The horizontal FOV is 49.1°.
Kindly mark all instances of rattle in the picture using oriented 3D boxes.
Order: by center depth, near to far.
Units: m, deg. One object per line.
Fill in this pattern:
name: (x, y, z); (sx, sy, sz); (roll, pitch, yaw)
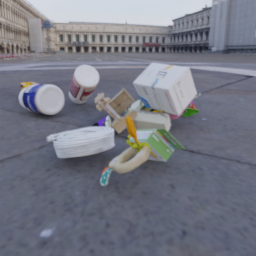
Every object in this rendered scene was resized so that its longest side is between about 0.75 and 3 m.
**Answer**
rattle: (-0.282, 0.549, 6.026); (1.373, 0.981, 0.894); (-25, 34, 25)

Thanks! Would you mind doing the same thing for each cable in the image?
cable: (-1.169, 0.370, 7.525); (1.636, 0.566, 1.636); (1, 12, 43)

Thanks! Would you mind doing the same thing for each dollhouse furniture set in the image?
dollhouse furniture set: (-0.433, -0.915, 10.873); (1.136, 1.331, 2.567); (-41, 17, 7)

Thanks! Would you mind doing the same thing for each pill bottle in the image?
pill bottle: (-3.947, -1.287, 12.533); (1.290, 1.290, 2.229); (-15, 16, -41)
pill bottle: (-2.259, -2.078, 13.881); (1.192, 1.192, 2.088); (-8, -17, -25)

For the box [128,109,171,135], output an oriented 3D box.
box: (0.722, -0.224, 10.129); (1.528, 0.628, 0.522); (10, 53, 24)

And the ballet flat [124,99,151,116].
ballet flat: (0.567, -0.938, 11.663); (0.736, 0.736, 2.084); (14, 41, 39)

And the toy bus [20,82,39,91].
toy bus: (-5.267, -1.925, 15.562); (1.111, 0.924, 2.838); (-9, 19, -31)

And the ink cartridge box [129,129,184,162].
ink cartridge box: (0.664, 0.439, 7.126); (0.441, 0.771, 1.486); (-50, 17, -18)

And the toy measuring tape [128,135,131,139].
toy measuring tape: (0.521, 0.305, 9.086); (1.120, 0.412, 0.412); (5, 18, 18)

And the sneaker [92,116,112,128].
sneaker: (-0.970, -0.078, 10.157); (0.713, 0.499, 1.435); (-16, 8, 3)

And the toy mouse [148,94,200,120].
toy mouse: (1.972, -0.851, 11.727); (2.306, 0.502, 2.595); (-19, 18, 9)

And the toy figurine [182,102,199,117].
toy figurine: (2.698, -0.951, 12.345); (0.751, 0.564, 0.691); (-6, 55, 11)

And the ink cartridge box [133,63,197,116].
ink cartridge box: (1.310, -1.392, 9.873); (1.669, 1.229, 1.207); (21, 61, 44)
